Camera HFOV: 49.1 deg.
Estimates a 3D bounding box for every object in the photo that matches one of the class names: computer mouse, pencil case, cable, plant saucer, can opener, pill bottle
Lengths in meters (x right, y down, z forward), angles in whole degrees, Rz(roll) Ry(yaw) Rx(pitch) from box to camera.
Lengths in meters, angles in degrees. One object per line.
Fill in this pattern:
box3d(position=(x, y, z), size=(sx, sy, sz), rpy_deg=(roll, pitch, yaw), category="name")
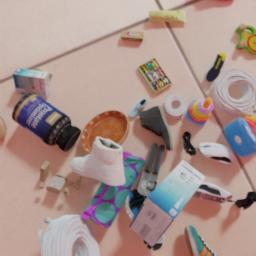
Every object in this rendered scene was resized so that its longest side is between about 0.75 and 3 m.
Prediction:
box3d(position=(3.432, 2.452, 10.512), size=(2.432, 1.334, 0.534), rpy_deg=(12, 62, 11), category="computer mouse")
box3d(position=(-0.529, 2.196, 10.380), size=(1.215, 1.319, 2.855), rpy_deg=(21, 77, 38), category="pencil case")
box3d(position=(3.171, 0.801, 10.854), size=(2.153, 0.472, 1.180), rpy_deg=(15, 35, -6), category="computer mouse")
box3d(position=(4.413, -1.451, 11.426), size=(1.860, 0.644, 1.860), rpy_deg=(21, 80, 5), category="cable")
box3d(position=(-0.875, 0.201, 10.805), size=(2.061, 0.333, 2.061), rpy_deg=(-15, 48, 17), category="plant saucer")
box3d(position=(1.922, -0.901, 11.458), size=(0.971, 0.336, 0.971), rpy_deg=(22, 82, 5), category="cable")
box3d(position=(0.903, 1.661, 10.691), size=(0.604, 0.757, 2.264), rpy_deg=(13, 53, 10), category="can opener")
box3d(position=(-3.096, -0.170, 10.825), size=(2.444, 1.367, 1.367), rpy_deg=(34, 81, 6), category="pill bottle")
box3d(position=(-1.836, 4.223, 9.391), size=(0.892, 2.575, 2.575), rpy_deg=(-21, 66, 18), category="cable")

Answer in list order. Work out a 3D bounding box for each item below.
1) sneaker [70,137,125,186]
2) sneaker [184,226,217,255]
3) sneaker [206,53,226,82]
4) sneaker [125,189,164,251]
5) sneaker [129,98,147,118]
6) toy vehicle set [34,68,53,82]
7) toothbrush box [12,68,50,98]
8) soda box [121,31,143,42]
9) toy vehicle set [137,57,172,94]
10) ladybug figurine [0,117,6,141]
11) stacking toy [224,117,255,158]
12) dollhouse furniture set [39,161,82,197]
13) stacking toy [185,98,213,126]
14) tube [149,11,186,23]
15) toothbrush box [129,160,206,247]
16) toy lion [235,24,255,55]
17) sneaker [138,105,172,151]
box3d(position=(-1.110, 0.991, 9.897), size=(2.581, 0.951, 1.492), rpy_deg=(8, 104, 40), category="sneaker")
box3d(position=(2.815, 4.655, 10.249), size=(0.952, 0.851, 2.383), rpy_deg=(-19, 86, -8), category="sneaker")
box3d(position=(3.666, -2.462, 11.625), size=(0.468, 0.521, 1.267), rpy_deg=(31, 99, 14), category="sneaker")
box3d(position=(0.598, 3.455, 10.443), size=(0.900, 1.040, 2.400), rpy_deg=(-24, 57, -1), category="sneaker")
box3d(position=(0.394, -0.839, 11.421), size=(0.376, 0.417, 1.018), rpy_deg=(37, 82, 7), category="sneaker")
box3d(position=(-3.667, -2.162, 11.822), size=(0.817, 0.108, 0.508), rpy_deg=(21, 80, 4), category="toy vehicle set")
box3d(position=(-3.868, -1.803, 11.286), size=(1.276, 0.934, 0.544), rpy_deg=(8, 40, 0), category="toothbrush box")
box3d(position=(0.187, -3.945, 12.053), size=(0.936, 0.300, 0.317), rpy_deg=(5, 79, 2), category="soda box")
box3d(position=(1.117, -2.193, 11.773), size=(0.858, 0.183, 1.382), rpy_deg=(-32, 80, -6), category="toy vehicle set")
box3d(position=(-5.269, -0.122, 11.118), size=(0.883, 0.468, 1.301), rpy_deg=(-13, 105, 17), category="ladybug figurine")
box3d(position=(5.286, -0.008, 10.967), size=(2.571, 1.411, 1.492), rpy_deg=(-22, 77, -16), category="stacking toy")
box3d(position=(-2.602, 1.969, 10.589), size=(1.535, 0.795, 0.679), rpy_deg=(17, 124, 3), category="dollhouse furniture set")
box3d(position=(2.904, -0.790, 10.764), size=(0.918, 1.673, 0.971), rpy_deg=(25, 77, 5), category="stacking toy")
box3d(position=(1.726, -4.870, 12.191), size=(1.644, 0.427, 0.477), rpy_deg=(1, 118, -5), category="tube")
box3d(position=(1.357, 2.489, 9.475), size=(1.048, 1.799, 2.457), rpy_deg=(38, 42, 18), category="toothbrush box")
box3d(position=(5.267, -3.762, 12.005), size=(1.219, 0.437, 1.271), rpy_deg=(3, 79, -7), category="toy lion")
box3d(position=(1.097, 0.114, 11.153), size=(1.022, 0.720, 1.925), rpy_deg=(-17, 69, 1), category="sneaker")
